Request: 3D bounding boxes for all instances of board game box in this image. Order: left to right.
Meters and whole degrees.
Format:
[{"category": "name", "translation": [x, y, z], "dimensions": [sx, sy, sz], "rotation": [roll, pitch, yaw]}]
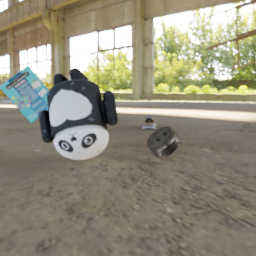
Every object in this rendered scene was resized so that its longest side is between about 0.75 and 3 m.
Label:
[{"category": "board game box", "translation": [-3.687, -1.246, 10.513], "dimensions": [1.313, 1.739, 0.408], "rotation": [-39, 13, -7]}]

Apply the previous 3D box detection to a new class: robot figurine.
[{"category": "robot figurine", "translation": [-1.546, -0.393, 8.489], "dimensions": [1.702, 2.727, 2.049], "rotation": [1, -20, -38]}]

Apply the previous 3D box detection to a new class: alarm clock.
[{"category": "alarm clock", "translation": [1.006, 0.350, 8.725], "dimensions": [0.984, 0.486, 1.459], "rotation": [-38, 30, -2]}]

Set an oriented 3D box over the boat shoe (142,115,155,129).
[{"category": "boat shoe", "translation": [1.173, -0.363, 15.720], "dimensions": [0.699, 0.700, 1.936], "rotation": [1, 8, 8]}]
